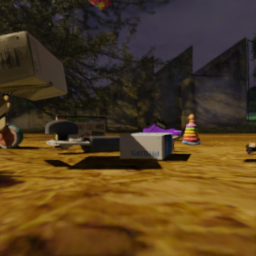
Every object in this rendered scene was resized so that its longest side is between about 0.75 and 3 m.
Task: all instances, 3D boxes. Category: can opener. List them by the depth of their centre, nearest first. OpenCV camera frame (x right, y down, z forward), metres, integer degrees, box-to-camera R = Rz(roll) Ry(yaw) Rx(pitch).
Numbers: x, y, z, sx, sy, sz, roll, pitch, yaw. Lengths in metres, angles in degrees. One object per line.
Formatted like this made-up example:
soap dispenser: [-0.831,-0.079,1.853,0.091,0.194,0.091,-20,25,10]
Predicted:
can opener: [-1.138,0.258,8.921,2.998,1.002,0.800,0,0,-38]

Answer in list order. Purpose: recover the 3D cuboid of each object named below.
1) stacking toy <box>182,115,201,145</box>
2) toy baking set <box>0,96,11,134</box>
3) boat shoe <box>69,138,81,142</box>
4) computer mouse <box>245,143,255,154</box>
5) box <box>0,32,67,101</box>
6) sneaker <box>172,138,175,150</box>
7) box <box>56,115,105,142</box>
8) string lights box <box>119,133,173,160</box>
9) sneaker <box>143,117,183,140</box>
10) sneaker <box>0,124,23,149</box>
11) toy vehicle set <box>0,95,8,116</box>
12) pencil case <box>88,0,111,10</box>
stacking toy: [2.907,0.082,12.773,0.799,1.377,0.756,2,0,8]
toy baking set: [-5.365,-0.181,10.895,2.790,2.141,0.325,-5,-29,35]
boat shoe: [-2.355,0.627,13.393,0.911,0.298,0.335,0,0,-9]
computer mouse: [4.435,0.542,8.594,1.257,0.503,2.292,-6,2,34]
box: [-2.181,-1.222,6.231,1.057,0.879,2.572,-11,0,2]
sneaker: [0.947,0.495,9.310,1.326,0.545,0.490,-2,1,34]
box: [-2.578,0.054,15.350,2.657,1.462,0.461,1,0,-21]
string lights box: [0.551,0.453,7.397,1.038,0.595,2.020,0,0,15]
sneaker: [2.096,0.048,17.732,2.960,1.472,1.029,-1,-1,40]
sneaker: [-4.620,0.296,10.988,2.632,0.939,1.051,-2,3,44]
toy vehicle set: [-3.313,-1.044,5.950,0.239,1.800,1.118,-47,12,-20]
pencil case: [-0.786,-3.017,6.325,0.392,0.392,0.886,0,-6,36]
